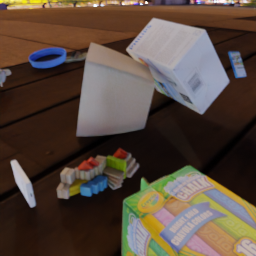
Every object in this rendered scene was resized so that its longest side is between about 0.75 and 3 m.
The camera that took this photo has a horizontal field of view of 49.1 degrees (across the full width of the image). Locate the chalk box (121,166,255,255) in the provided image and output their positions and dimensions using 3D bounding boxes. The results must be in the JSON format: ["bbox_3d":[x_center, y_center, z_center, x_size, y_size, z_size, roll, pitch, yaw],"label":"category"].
[{"bbox_3d":[0.969,1.950,4.930,1.706,1.715,2.756,-20,34,-33],"label":"chalk box"}]

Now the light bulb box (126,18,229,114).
[{"bbox_3d":[1.925,-2.437,10.950,1.789,2.841,2.866,-49,43,-3],"label":"light bulb box"}]

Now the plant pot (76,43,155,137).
[{"bbox_3d":[-0.440,-1.256,10.056,2.335,2.638,2.635,9,28,-8],"label":"plant pot"}]

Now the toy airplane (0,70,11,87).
[{"bbox_3d":[-6.625,-2.353,12.925,1.960,1.383,1.951,-20,1,-2],"label":"toy airplane"}]

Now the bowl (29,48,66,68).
[{"bbox_3d":[-4.835,-4.225,16.931,2.224,0.437,2.224,-5,36,3],"label":"bowl"}]

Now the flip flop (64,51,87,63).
[{"bbox_3d":[-3.363,-4.540,17.674,1.843,0.530,0.747,-18,34,-28],"label":"flip flop"}]

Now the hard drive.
[{"bbox_3d":[-2.608,1.368,6.951,0.147,0.728,1.104,-20,35,-31],"label":"hard drive"}]

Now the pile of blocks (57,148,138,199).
[{"bbox_3d":[-0.727,1.132,7.363,2.380,0.740,0.977,-21,36,-32],"label":"pile of blocks"}]

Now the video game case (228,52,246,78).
[{"bbox_3d":[3.597,-2.084,9.228,0.624,0.871,0.078,-13,-4,-40],"label":"video game case"}]
